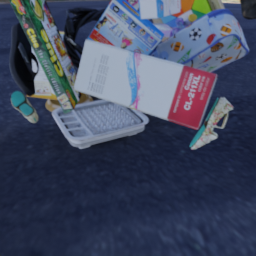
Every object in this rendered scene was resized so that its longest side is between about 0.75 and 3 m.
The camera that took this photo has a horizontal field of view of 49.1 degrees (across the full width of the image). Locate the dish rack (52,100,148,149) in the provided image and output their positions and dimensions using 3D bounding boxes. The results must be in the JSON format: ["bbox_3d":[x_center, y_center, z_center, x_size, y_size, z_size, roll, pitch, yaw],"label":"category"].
[{"bbox_3d":[-0.958,-0.180,9.482,2.791,0.608,2.395,-15,33,-23],"label":"dish rack"}]

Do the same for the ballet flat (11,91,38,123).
[{"bbox_3d":[-2.384,-0.453,6.427,0.367,0.339,1.087,-35,51,-13],"label":"ballet flat"}]

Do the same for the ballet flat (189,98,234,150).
[{"bbox_3d":[1.823,-0.019,6.076,0.427,1.336,0.505,28,20,6],"label":"ballet flat"}]

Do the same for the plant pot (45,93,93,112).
[{"bbox_3d":[-2.393,-1.116,11.423,1.933,0.266,1.933,0,31,0],"label":"plant pot"}]

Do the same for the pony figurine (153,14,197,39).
[{"bbox_3d":[1.754,-3.080,9.955,2.286,1.972,2.368,-11,-2,-14],"label":"pony figurine"}]

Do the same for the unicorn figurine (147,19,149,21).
[{"bbox_3d":[0.165,-2.610,9.175,0.991,1.843,2.683,51,26,0],"label":"unicorn figurine"}]

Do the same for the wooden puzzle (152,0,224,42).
[{"bbox_3d":[2.417,-4.288,11.310,2.904,2.687,0.541,-19,13,38],"label":"wooden puzzle"}]

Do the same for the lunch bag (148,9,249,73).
[{"bbox_3d":[1.895,-2.024,7.877,2.646,1.000,2.121,-24,-14,30],"label":"lunch bag"}]

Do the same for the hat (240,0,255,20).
[{"bbox_3d":[3.477,-3.277,7.478,1.759,0.710,1.759,0,18,0],"label":"hat"}]

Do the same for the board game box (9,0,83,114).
[{"bbox_3d":[-1.651,-1.687,6.054,0.295,2.512,1.316,-15,26,13],"label":"board game box"}]

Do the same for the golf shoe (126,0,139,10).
[{"bbox_3d":[-0.201,-4.604,11.598,1.066,1.295,2.830,23,71,15],"label":"golf shoe"}]

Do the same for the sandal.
[{"bbox_3d":[-2.547,-1.773,6.947,0.438,0.778,2.045,-16,71,11],"label":"sandal"}]

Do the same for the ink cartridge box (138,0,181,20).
[{"bbox_3d":[0.470,-1.951,4.146,0.327,0.559,0.774,10,30,34],"label":"ink cartridge box"}]

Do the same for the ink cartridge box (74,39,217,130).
[{"bbox_3d":[0.380,-0.811,5.018,2.164,0.896,1.577,19,14,13],"label":"ink cartridge box"}]

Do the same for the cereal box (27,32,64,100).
[{"bbox_3d":[-2.486,-1.926,8.690,1.507,2.094,0.414,8,26,8],"label":"cereal box"}]

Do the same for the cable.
[{"bbox_3d":[-0.725,-2.249,7.260,1.942,1.585,0.493,-8,8,-36],"label":"cable"}]

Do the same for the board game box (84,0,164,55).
[{"bbox_3d":[-0.117,-2.146,6.783,1.420,1.391,0.397,38,41,-11],"label":"board game box"}]
